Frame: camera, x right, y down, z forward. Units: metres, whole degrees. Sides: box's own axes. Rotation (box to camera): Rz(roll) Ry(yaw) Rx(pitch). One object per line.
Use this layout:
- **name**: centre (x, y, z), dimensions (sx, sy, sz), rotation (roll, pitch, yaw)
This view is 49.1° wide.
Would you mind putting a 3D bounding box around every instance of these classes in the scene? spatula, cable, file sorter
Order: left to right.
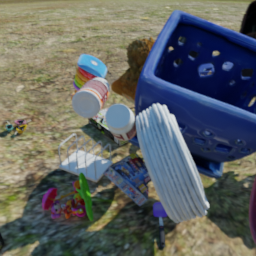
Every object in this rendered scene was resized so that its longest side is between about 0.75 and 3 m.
- **file sorter**: centre (-1.372, 0.883, 8.959), dimensions (1.453, 0.904, 1.008), rotation (15, 35, 23)
- **spatula**: centre (0.841, 2.454, 7.165), dimensions (0.377, 0.137, 1.335), rotation (0, 32, 3)
- **cable**: centre (0.666, 0.533, 4.526), dimensions (0.662, 1.913, 1.913), rotation (-21, 48, 8)

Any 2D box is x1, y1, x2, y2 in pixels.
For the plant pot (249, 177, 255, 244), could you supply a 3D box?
- **plant pot**: centre (3.134, 1.303, 4.404), dimensions (1.678, 1.874, 1.874), rotation (17, 34, 3)

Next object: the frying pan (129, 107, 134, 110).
- **frying pan**: centre (-0.114, -0.826, 12.388), dimensions (1.003, 0.163, 0.607), rotation (-24, 40, -36)

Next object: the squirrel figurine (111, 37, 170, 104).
- **squirrel figurine**: centre (0.647, -1.860, 8.924), dimensions (1.664, 2.352, 2.195), rotation (35, 84, 9)

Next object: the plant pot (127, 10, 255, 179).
- **plant pot**: centre (1.589, -0.607, 6.468), dimensions (2.751, 2.473, 2.750), rotation (23, 50, 2)

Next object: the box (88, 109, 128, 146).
- **box**: centre (-0.536, -0.113, 11.044), dimensions (1.164, 0.367, 2.115), rotation (-24, 39, -33)

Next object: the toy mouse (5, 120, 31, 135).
- **toy mouse**: centre (-4.440, -0.056, 11.089), dimensions (1.030, 0.224, 1.159), rotation (14, 34, 21)

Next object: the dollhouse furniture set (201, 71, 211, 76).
- **dollhouse furniture set**: centre (2.119, -2.144, 9.931), dimensions (1.528, 0.792, 0.676), rotation (25, 69, 33)

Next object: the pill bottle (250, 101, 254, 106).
- **pill bottle**: centre (4.582, -0.153, 8.359), dimensions (1.067, 1.067, 1.843), rotation (-23, 34, -32)

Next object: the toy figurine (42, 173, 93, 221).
- **toy figurine**: centre (-1.664, 1.997, 7.470), dimensions (1.232, 1.005, 1.338), rotation (-17, 58, -2)

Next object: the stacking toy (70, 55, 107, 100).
- **stacking toy**: centre (-1.325, -1.345, 8.365), dimensions (0.866, 1.492, 0.819), rotation (26, 34, -16)

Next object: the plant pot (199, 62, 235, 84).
- **plant pot**: centre (3.425, -1.599, 11.538), dimensions (2.217, 2.466, 2.465), rotation (13, 35, 27)

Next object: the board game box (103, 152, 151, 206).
- **board game box**: centre (0.109, 0.887, 4.815), dimensions (0.802, 0.247, 0.802), rotation (50, 34, 13)

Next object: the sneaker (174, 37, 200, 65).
- **sneaker**: centre (1.757, -2.043, 8.787), dimensions (0.746, 1.950, 1.117), rotation (11, 34, 4)

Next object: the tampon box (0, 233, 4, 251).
- **tampon box**: centre (-3.422, 2.460, 6.179), dimensions (0.869, 1.159, 0.732), rotation (3, 32, 5)

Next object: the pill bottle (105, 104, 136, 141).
- **pill bottle**: centre (-0.117, -0.088, 4.763), dimensions (0.484, 0.848, 0.484), rotation (-1, 76, 5)

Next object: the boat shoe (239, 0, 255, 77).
- **boat shoe**: centre (3.829, -2.610, 8.718), dimensions (1.032, 1.031, 2.931), rotation (-1, 64, 29)

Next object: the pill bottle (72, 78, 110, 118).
- **pill bottle**: centre (-0.913, -0.826, 7.291), dimensions (0.733, 0.733, 1.284), rotation (5, 28, 9)
